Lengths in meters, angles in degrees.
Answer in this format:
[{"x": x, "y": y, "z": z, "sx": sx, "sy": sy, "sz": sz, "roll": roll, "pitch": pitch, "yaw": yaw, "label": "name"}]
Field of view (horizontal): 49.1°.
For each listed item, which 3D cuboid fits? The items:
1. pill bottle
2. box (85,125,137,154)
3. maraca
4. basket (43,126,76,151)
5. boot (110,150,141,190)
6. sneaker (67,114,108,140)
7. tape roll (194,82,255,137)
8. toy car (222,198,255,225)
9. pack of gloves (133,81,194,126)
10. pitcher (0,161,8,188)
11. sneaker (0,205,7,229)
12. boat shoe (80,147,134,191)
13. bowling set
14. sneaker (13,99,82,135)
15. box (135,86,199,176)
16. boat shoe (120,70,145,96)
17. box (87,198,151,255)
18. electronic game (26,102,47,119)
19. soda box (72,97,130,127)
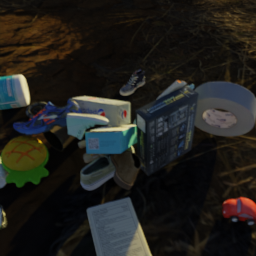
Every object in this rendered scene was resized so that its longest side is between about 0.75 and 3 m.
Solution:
[{"x": -6.105, "y": -1.560, "z": 12.985, "sx": 2.688, "sy": 1.489, "sz": 1.489, "roll": -9, "pitch": 44, "yaw": -11, "label": "pill bottle"}, {"x": -0.452, "y": 0.337, "z": 9.948, "sx": 1.171, "sy": 0.699, "sz": 2.845, "roll": -1, "pitch": 5, "yaw": 14, "label": "box"}, {"x": -3.721, "y": 1.184, "z": 10.149, "sx": 1.664, "sy": 1.299, "sz": 2.428, "roll": -10, "pitch": 40, "yaw": -18, "label": "maraca"}, {"x": -2.598, "y": 0.166, "z": 11.627, "sx": 1.226, "sy": 0.925, "sz": 1.360, "roll": 31, "pitch": 48, "yaw": 25, "label": "basket"}, {"x": -0.015, "y": 1.091, "z": 9.292, "sx": 0.880, "sy": 0.902, "sz": 2.390, "roll": 30, "pitch": 11, "yaw": -15, "label": "boot"}, {"x": -1.263, "y": -0.014, "z": 8.708, "sx": 1.299, "sy": 0.766, "sz": 0.478, "roll": 5, "pitch": 11, "yaw": 5, "label": "sneaker"}, {"x": 3.715, "y": -0.691, "z": 11.178, "sx": 2.578, "sy": 2.578, "sz": 0.852, "roll": 14, "pitch": 62, "yaw": 14, "label": "tape roll"}, {"x": 4.892, "y": 2.652, "z": 9.163, "sx": 2.821, "sy": 0.629, "sz": 2.655, "roll": 34, "pitch": 53, "yaw": 30, "label": "toy car"}, {"x": 1.431, "y": -0.717, "z": 10.427, "sx": 2.055, "sy": 2.447, "sz": 0.483, "roll": -6, "pitch": 59, "yaw": -57, "label": "pack of gloves"}, {"x": -4.711, "y": 1.558, "z": 10.266, "sx": 1.195, "sy": 0.845, "sz": 1.393, "roll": -13, "pitch": 33, "yaw": -27, "label": "pitcher"}, {"x": -4.237, "y": 2.946, "z": 9.109, "sx": 0.419, "sy": 0.362, "sz": 0.927, "roll": -27, "pitch": 44, "yaw": -13, "label": "sneaker"}, {"x": -0.701, "y": 1.326, "z": 10.442, "sx": 0.918, "sy": 0.791, "sz": 2.550, "roll": 31, "pitch": 52, "yaw": 29, "label": "boat shoe"}, {"x": -1.331, "y": 0.554, "z": 10.280, "sx": 0.954, "sy": 1.236, "sz": 1.777, "roll": -22, "pitch": 4, "yaw": -9, "label": "bowling set"}, {"x": -3.028, "y": -0.427, "z": 10.581, "sx": 2.618, "sy": 1.027, "sz": 0.986, "roll": -16, "pitch": 10, "yaw": -11, "label": "sneaker"}, {"x": 1.376, "y": 0.158, "z": 10.073, "sx": 2.241, "sy": 2.841, "sz": 0.725, "roll": -27, "pitch": 48, "yaw": -22, "label": "box"}, {"x": 0.212, "y": -2.360, "z": 14.324, "sx": 0.648, "sy": 0.805, "sz": 1.736, "roll": 29, "pitch": 50, "yaw": 27, "label": "boat shoe"}, {"x": -0.146, "y": 3.597, "z": 7.777, "sx": 1.414, "sy": 1.158, "sz": 2.979, "roll": -12, "pitch": 45, "yaw": -12, "label": "box"}, {"x": -4.206, "y": -0.814, "z": 13.107, "sx": 1.127, "sy": 0.234, "sz": 1.127, "roll": 1, "pitch": 47, "yaw": -1, "label": "electronic game"}, {"x": -1.103, "y": -0.677, "z": 10.989, "sx": 2.489, "sy": 0.850, "sz": 0.789, "roll": 11, "pitch": 18, "yaw": 37, "label": "soda box"}]
